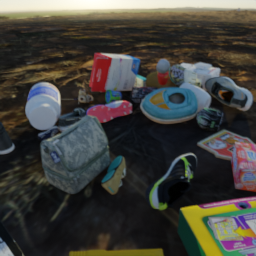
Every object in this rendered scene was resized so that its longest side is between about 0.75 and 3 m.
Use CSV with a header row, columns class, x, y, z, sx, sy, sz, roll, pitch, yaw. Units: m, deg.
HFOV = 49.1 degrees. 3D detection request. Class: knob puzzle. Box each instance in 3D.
class,x,y,z,sx,sy,sz,roll,pitch,yaw
knob puzzle,3.704,0.605,9.848,2.085,0.289,2.085,0,27,0

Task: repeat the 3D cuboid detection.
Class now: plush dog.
class,x,y,z,sx,sy,sz,roll,pitch,yaw
plush dog,-2.059,-1.427,13.675,0.686,0.641,0.799,7,54,-17

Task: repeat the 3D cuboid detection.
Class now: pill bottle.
class,x,y,z,sx,sy,sz,roll,pitch,yaw
pill bottle,-3.493,-0.885,11.571,1.359,1.359,2.426,-6,27,-11

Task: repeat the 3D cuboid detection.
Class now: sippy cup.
class,x,y,z,sx,sy,sz,roll,pitch,yaw
sippy cup,-0.695,-1.513,13.656,0.648,0.695,0.885,-2,50,-25

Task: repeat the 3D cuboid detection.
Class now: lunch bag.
class,x,y,z,sx,sy,sz,roll,pitch,yaw
lunch bag,-1.525,0.678,8.064,1.343,1.617,1.928,16,37,34

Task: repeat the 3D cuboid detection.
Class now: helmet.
class,x,y,z,sx,sy,sz,roll,pitch,yaw
helmet,3.174,-0.349,11.034,0.932,0.978,0.978,17,31,14

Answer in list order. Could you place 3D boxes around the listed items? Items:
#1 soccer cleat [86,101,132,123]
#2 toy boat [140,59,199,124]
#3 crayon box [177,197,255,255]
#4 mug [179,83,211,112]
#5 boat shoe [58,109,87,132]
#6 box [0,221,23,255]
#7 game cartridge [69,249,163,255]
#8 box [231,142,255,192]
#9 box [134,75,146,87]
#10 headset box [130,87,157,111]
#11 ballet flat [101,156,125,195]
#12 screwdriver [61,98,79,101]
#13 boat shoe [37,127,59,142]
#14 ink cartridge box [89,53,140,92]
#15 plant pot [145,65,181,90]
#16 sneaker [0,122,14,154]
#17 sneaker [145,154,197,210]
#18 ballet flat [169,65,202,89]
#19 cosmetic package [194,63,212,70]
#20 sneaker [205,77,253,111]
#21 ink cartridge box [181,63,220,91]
class,x,y,z,sx,sy,sz,roll,pitch,yaw
soccer cleat,-0.850,-0.738,12.031,2.251,0.751,0.861,-15,20,-33
toy boat,1.639,-1.524,11.885,2.413,1.334,2.870,-8,57,1
crayon box,2.736,2.484,5.534,2.806,0.818,2.421,-5,26,-10
mug,3.082,-1.285,12.836,1.333,1.122,1.520,28,7,30
boat shoe,-1.993,-0.448,11.450,0.705,0.693,1.955,19,32,32
box,-2.421,2.487,5.200,0.622,1.183,1.444,-23,34,-37
game cartridge,-0.271,3.028,5.086,2.043,0.331,1.801,0,27,-2
box,3.536,1.129,8.317,0.719,0.750,1.505,6,27,12
box,0.569,-2.631,15.847,0.339,0.568,1.380,-17,32,-28
headset box,0.778,-1.453,13.459,1.278,0.645,1.720,2,27,3
ballet flat,-0.359,1.377,8.127,0.571,0.524,1.663,-33,9,22
screwdriver,-2.783,-1.428,13.936,1.130,0.158,0.164,4,56,2
boat shoe,-2.896,0.283,10.495,0.431,0.347,0.930,29,45,31
ink cartridge box,-0.865,-2.773,14.091,0.994,1.718,2.957,30,27,37
plant pot,1.863,-2.374,14.437,1.765,1.645,1.645,4,26,27
sneaker,-5.203,0.300,9.455,2.409,1.195,0.852,-4,29,-5
sneaker,1.396,1.470,7.419,2.174,0.779,0.900,-39,21,-35
ballet flat,2.951,-2.354,13.561,1.042,1.042,2.898,19,0,33
cosmetic package,4.191,-3.464,15.737,0.586,0.201,0.777,-20,33,-38
sneaker,4.548,-1.774,13.345,1.181,1.101,2.979,5,23,-24
ink cartridge box,3.832,-2.927,15.984,2.281,0.958,1.660,17,31,29
